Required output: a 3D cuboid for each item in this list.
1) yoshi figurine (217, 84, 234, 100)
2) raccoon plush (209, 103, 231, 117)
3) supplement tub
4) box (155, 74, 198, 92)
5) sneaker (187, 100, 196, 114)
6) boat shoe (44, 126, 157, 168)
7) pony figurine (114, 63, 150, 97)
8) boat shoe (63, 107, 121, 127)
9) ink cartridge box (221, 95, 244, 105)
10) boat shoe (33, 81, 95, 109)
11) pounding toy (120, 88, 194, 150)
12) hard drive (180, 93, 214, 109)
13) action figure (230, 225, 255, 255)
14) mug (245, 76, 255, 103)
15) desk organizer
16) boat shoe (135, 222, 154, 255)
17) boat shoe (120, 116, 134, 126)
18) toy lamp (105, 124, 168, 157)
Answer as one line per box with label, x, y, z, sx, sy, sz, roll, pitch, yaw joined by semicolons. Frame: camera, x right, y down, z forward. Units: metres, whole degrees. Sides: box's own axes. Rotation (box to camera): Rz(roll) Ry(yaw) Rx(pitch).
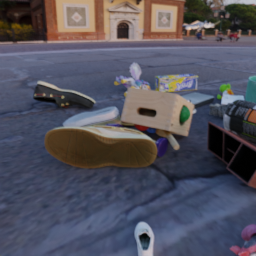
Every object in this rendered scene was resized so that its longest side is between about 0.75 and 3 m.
yoshi figurine;4.707;-1.739;13.592;0.767;0.764;1.365;-1;17;17
raccoon plush;3.606;-0.606;10.727;0.860;0.621;1.284;-1;16;5
supplement tub;4.095;-0.121;8.726;1.195;1.195;1.950;-14;26;-32
box;2.620;-2.441;15.256;2.263;0.793;0.728;-7;22;-15
sneaker;2.090;-0.836;11.276;0.964;0.591;1.481;-19;27;-26
boat shoe;-0.718;0.470;7.574;2.923;1.082;0.970;9;15;-1
pony figurine;0.180;-2.386;14.725;1.810;1.508;1.748;-17;59;-45
boat shoe;-1.239;-0.148;9.485;2.130;0.661;0.767;-10;25;25
ink cartridge box;4.542;-1.043;12.177;0.933;0.431;1.712;7;22;18
boat shoe;-2.795;-1.247;12.234;2.752;0.862;1.007;15;-13;5
pounding toy;1.043;-0.243;8.709;2.147;1.526;1.976;13;0;31
hard drive;3.032;-1.288;13.009;1.682;0.277;1.174;-19;28;-40
action figure;2.308;1.728;4.039;1.730;1.288;1.159;7;24;-21
mug;5.788;-1.237;11.376;1.813;1.364;2.206;5;22;10
desk organizer;2.671;0.653;6.858;0.858;0.799;2.228;23;12;-24
boat shoe;0.298;1.881;4.796;0.334;0.303;0.907;-2;21;-5
boat shoe;0.455;-0.519;10.501;1.925;0.650;0.693;-11;24;-26
toy lamp;0.138;0.324;8.463;2.140;0.623;0.623;19;28;34
